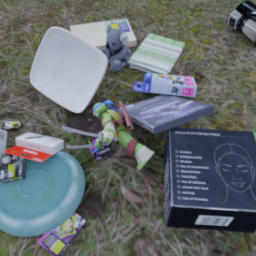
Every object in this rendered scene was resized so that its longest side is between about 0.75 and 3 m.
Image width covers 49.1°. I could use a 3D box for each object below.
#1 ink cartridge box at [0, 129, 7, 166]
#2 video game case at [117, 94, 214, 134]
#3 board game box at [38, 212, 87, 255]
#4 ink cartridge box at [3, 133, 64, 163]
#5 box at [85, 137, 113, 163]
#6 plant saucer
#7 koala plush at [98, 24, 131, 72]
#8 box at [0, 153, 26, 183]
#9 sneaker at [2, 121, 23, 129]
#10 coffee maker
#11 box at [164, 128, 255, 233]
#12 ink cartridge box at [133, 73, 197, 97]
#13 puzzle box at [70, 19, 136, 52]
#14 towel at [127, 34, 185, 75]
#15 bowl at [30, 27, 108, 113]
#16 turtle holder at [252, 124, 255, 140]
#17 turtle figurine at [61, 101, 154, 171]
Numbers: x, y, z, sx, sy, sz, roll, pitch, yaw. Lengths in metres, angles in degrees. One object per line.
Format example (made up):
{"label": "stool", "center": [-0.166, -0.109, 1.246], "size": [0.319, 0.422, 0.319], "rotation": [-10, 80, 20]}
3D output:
{"label": "ink cartridge box", "center": [-5.024, 0.838, 9.035], "size": [1.830, 0.767, 1.607], "rotation": [0, 79, 0]}
{"label": "video game case", "center": [1.122, -0.592, 9.582], "size": [2.126, 0.282, 2.977], "rotation": [-19, 22, -18]}
{"label": "board game box", "center": [-1.843, 2.949, 7.919], "size": [0.739, 0.199, 1.231], "rotation": [32, 58, 18]}
{"label": "ink cartridge box", "center": [-3.019, 0.589, 9.012], "size": [1.434, 0.312, 1.245], "rotation": [11, 19, 16]}
{"label": "box", "center": [-0.997, 0.720, 9.668], "size": [0.644, 0.163, 0.901], "rotation": [-25, 56, -18]}
{"label": "plant saucer", "center": [-2.848, 1.766, 8.596], "size": [2.992, 0.410, 2.992], "rotation": [-2, 50, 3]}
{"label": "koala plush", "center": [-0.549, -3.597, 12.118], "size": [1.453, 1.638, 1.506], "rotation": [37, 60, 26]}
{"label": "box", "center": [-3.576, 1.217, 8.711], "size": [0.703, 0.194, 0.878], "rotation": [-10, 54, -4]}
{"label": "sneaker", "center": [-4.224, -0.098, 10.255], "size": [0.825, 0.349, 0.307], "rotation": [2, 90, 22]}
{"label": "coffee maker", "center": [6.200, -5.102, 13.600], "size": [2.001, 1.403, 2.084], "rotation": [-15, 53, -29]}
{"label": "box", "center": [2.393, 1.462, 8.149], "size": [2.604, 1.614, 2.560], "rotation": [3, 52, 3]}
{"label": "ink cartridge box", "center": [1.431, -1.740, 11.083], "size": [2.380, 0.499, 1.420], "rotation": [4, 26, 6]}
{"label": "puzzle box", "center": [-1.234, -4.443, 13.587], "size": [2.945, 0.374, 1.959], "rotation": [-10, 52, -8]}
{"label": "towel", "center": [1.339, -3.332, 12.795], "size": [1.912, 0.393, 2.563], "rotation": [22, 53, 14]}
{"label": "bowl", "center": [-2.137, -2.191, 10.527], "size": [2.590, 2.593, 0.968], "rotation": [32, 23, 3]}
{"label": "turtle holder", "center": [4.376, 0.579, 9.184], "size": [1.022, 1.093, 1.439], "rotation": [34, 57, 24]}
{"label": "turtle figurine", "center": [-0.569, 0.537, 8.694], "size": [2.420, 1.796, 2.496], "rotation": [40, 46, 6]}
